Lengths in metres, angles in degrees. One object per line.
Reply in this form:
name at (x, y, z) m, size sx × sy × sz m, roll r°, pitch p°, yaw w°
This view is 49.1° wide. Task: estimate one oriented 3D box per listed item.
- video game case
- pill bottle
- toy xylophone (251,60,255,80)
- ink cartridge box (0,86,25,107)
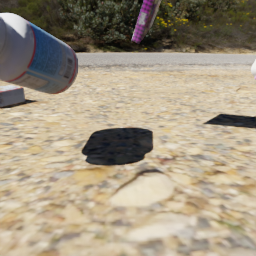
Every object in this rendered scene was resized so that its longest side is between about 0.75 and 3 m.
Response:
video game case at (0.612, -3.286, 7.663) m, size 0.270 × 1.506 × 1.365 m, roll 25°, pitch 50°, yaw 2°
pill bottle at (-2.341, -1.632, 6.240) m, size 1.397 × 1.397 × 2.570 m, roll 8°, pitch -1°, yaw 22°
toy xylophone at (4.570, -2.268, 8.716) m, size 0.427 × 1.700 × 1.245 m, roll 34°, pitch 5°, yaw -15°
ink cartridge box at (-5.444, -1.351, 11.841) m, size 1.341 × 0.641 × 1.528 m, roll 10°, pitch 21°, yaw 30°
